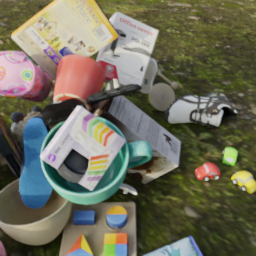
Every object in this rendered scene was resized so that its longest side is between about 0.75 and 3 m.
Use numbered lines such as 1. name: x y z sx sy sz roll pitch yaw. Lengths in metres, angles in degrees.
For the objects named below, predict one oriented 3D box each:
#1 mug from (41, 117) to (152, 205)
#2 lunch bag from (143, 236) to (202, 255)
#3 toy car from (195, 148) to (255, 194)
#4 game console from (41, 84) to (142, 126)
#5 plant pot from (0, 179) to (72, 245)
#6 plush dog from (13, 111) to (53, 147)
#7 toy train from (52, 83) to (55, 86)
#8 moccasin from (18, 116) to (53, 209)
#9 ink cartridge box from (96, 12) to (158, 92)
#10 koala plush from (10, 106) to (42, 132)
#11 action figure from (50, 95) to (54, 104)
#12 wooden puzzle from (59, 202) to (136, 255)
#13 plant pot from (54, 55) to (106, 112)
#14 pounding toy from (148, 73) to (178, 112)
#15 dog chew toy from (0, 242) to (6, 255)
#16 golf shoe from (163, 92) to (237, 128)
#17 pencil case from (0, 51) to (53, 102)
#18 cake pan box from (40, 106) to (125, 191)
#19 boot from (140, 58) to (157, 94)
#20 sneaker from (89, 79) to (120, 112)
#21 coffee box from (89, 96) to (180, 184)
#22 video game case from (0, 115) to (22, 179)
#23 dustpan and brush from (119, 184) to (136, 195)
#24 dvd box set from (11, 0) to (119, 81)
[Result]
1. mug: -0.707 0.818 5.945 2.057 1.272 1.690 23 65 7
2. lunch bag: 0.874 3.206 5.086 1.580 1.184 1.858 -14 49 -17
3. toy car: 2.988 1.066 8.352 1.728 0.385 1.626 14 41 16
4. game console: -0.752 -0.565 6.059 2.252 0.271 1.328 -18 17 -14
5. plant pot: -2.076 2.007 6.464 1.694 1.137 1.694 -3 28 2
6. plush dog: -1.888 0.484 8.119 1.997 2.325 1.866 -21 75 -10
7. toy train: -2.193 -2.221 9.122 1.067 0.781 1.844 23 80 52
8. moccasin: -2.058 0.804 6.639 0.894 2.223 0.758 8 16 -13
9. ink cartridge box: -0.103 -2.190 8.310 1.402 1.910 0.792 18 -1 -18
10. koala plush: -3.443 -0.109 9.440 1.016 1.053 1.146 -23 14 -36
11. action figure: -1.565 -1.205 8.532 1.418 2.622 2.710 -20 7 1
12. wooden puzzle: -0.678 2.439 6.562 1.733 0.433 1.871 0 39 0
13. plant pot: -1.310 -1.024 7.176 1.280 1.280 1.132 6 60 8
14. pounding toy: 1.271 -1.291 11.065 1.100 0.661 1.425 26 76 -13
15. dog chew toy: -3.732 2.764 5.388 2.496 1.554 1.554 -5 38 5
16. golf shoe: 2.610 -0.556 9.901 2.696 1.048 1.274 -15 41 -17
17. pencil case: -2.823 -1.333 7.717 1.199 1.199 2.743 -4 4 -5
18. cake pan box: -0.811 0.393 5.123 1.211 1.115 0.317 -54 22 -10
19. boot: 0.679 -1.930 9.499 0.581 1.598 0.722 14 58 1
20. sneaker: -0.789 -0.642 7.720 0.798 1.821 0.689 10 50 -20
21. coffee box: 0.042 0.308 7.346 2.388 1.350 0.953 36 41 -19
22. video game case: -3.366 0.338 7.672 0.333 2.357 2.609 -28 45 -18
23. dustpan and brush: -0.045 1.621 7.352 0.567 0.232 0.812 21 1 6
24. dvd box set: -1.571 -2.388 7.176 2.198 1.608 0.323 -32 42 13
